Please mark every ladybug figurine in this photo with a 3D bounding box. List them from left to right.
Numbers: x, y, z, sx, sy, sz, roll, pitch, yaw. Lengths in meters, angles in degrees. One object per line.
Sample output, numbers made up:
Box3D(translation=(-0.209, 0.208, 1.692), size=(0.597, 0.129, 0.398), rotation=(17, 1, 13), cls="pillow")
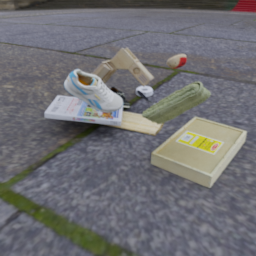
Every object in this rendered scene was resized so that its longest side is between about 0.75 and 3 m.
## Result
Box3D(translation=(1.804, -2.395, 10.202), size=(0.676, 0.358, 0.996), rotation=(-27, -4, 43), cls="ladybug figurine")

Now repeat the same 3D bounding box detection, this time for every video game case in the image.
Box3D(translation=(-1.487, -0.650, 10.088), size=(2.547, 0.230, 1.824), rotation=(6, 25, -2), cls="video game case")

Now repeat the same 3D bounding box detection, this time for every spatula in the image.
Box3D(translation=(0.858, -1.028, 10.912), size=(0.145, 1.415, 0.400), rotation=(-18, 44, 55), cls="spatula")

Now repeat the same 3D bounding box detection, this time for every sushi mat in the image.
Box3D(translation=(0.012, -0.281, 10.596), size=(2.600, 0.157, 1.244), rotation=(11, 30, 18), cls="sushi mat")

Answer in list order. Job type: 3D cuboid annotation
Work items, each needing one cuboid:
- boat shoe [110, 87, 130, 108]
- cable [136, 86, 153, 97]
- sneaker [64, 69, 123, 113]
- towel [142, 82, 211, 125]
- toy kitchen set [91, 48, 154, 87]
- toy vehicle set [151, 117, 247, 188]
Box3D(translation=(-0.408, -1.288, 11.953), size=(0.589, 0.555, 1.641), rotation=(1, 24, -29), cls="boat shoe")
Box3D(translation=(0.764, -1.685, 13.029), size=(0.803, 0.278, 0.803), rotation=(-20, 35, -32), cls="cable")
Box3D(translation=(-0.862, -0.978, 7.663), size=(1.716, 0.693, 0.657), rotation=(24, 57, -20), cls="sneaker")
Box3D(translation=(1.343, -0.616, 7.691), size=(1.792, 0.327, 1.330), rotation=(-30, -18, 22), cls="towel")
Box3D(translation=(-0.349, -1.871, 10.998), size=(1.707, 1.892, 1.544), rotation=(47, 23, -3), cls="toy kitchen set")
Box3D(translation=(2.297, 0.591, 8.780), size=(1.858, 0.396, 2.991), rotation=(20, 35, 32), cls="toy vehicle set")
